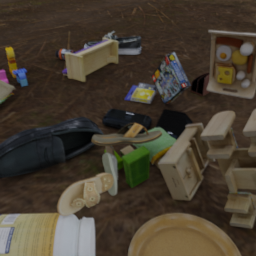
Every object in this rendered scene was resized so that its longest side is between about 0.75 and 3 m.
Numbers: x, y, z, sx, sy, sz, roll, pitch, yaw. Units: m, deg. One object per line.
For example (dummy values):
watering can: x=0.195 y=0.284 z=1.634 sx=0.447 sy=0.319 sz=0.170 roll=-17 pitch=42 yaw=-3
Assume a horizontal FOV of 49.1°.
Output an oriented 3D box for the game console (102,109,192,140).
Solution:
game console: x=0.548 y=-0.158 z=8.409 sx=2.617 sy=0.316 sz=1.544 roll=13 pitch=36 yaw=16

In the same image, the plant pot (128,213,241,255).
plant pot: x=0.965 y=2.332 z=4.792 sx=1.946 sy=0.267 sz=1.946 roll=0 pitch=33 yaw=0

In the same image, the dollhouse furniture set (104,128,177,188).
dollhouse furniture set: x=0.453 y=0.394 z=6.788 sx=1.818 sy=0.912 sz=1.191 roll=-26 pitch=46 yaw=-22

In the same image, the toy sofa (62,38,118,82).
toy sofa: x=-1.607 y=-2.983 z=11.875 sx=1.257 sy=1.067 sz=2.577 roll=21 pitch=40 yaw=26

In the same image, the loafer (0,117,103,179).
loafer: x=-1.913 y=0.462 z=6.878 sx=2.872 sy=0.975 sz=1.008 roll=-24 pitch=32 yaw=-36

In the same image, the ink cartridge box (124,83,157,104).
ink cartridge box: x=0.468 y=-1.264 z=9.994 sx=0.962 sy=0.226 sz=0.951 roll=13 pitch=45 yaw=15

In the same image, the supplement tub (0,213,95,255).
supplement tub: x=-1.406 y=1.988 z=4.423 sx=1.710 sy=1.235 sz=1.235 roll=-1 pitch=34 yaw=-2

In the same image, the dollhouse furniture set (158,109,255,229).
dollhouse furniture set: x=2.114 y=0.643 z=5.724 sx=2.399 sy=2.103 sz=1.594 roll=-7 pitch=25 yaw=41

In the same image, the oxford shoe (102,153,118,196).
oxford shoe: x=-0.347 y=1.014 z=6.215 sx=0.358 sy=0.951 sz=0.275 roll=-16 pitch=-10 yaw=42

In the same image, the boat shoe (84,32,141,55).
boat shoe: x=-0.766 y=-4.129 z=13.641 sx=2.800 sy=0.956 sz=1.034 roll=4 pitch=35 yaw=6

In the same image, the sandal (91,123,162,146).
sandal: x=0.006 y=0.117 z=6.298 sx=1.667 sy=0.450 sz=0.670 roll=-2 pitch=6 yaw=-17

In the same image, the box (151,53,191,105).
box: x=1.306 y=-1.507 z=8.912 sx=0.325 sy=1.629 sz=1.116 roll=-22 pitch=82 yaw=-15

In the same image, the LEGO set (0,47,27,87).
LEGO set: x=-4.752 y=-2.422 z=10.961 sx=1.080 sy=1.162 sz=2.831 roll=-20 pitch=39 yaw=-28

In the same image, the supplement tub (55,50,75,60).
supplement tub: x=-2.920 y=-3.401 z=13.031 sx=0.861 sy=0.461 sz=0.461 roll=7 pitch=35 yaw=10

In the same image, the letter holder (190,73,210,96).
letter holder: x=2.882 y=-1.778 z=10.348 sx=1.111 sy=0.790 sz=0.559 roll=-30 pitch=44 yaw=-35

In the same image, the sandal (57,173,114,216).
sandal: x=-0.570 y=1.047 z=4.573 sx=0.397 sy=0.443 sz=1.208 roll=-4 pitch=12 yaw=39

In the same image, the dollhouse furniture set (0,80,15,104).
dollhouse furniture set: x=-5.092 y=-1.146 z=9.726 sx=2.113 sy=1.061 sz=1.385 roll=28 pitch=59 yaw=6

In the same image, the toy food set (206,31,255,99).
toy food set: x=2.389 y=-1.447 z=6.457 sx=1.136 sy=1.583 sz=0.478 roll=15 pitch=45 yaw=28
